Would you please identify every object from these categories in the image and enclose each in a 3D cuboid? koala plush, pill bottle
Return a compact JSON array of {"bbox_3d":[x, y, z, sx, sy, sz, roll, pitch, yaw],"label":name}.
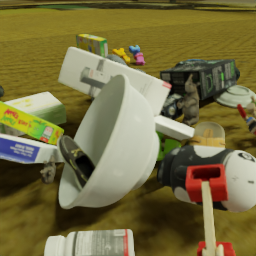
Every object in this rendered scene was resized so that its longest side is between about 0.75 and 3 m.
[{"bbox_3d":[-0.025,-1.634,9.968,2.010,1.847,1.782,-8,29,-37],"label":"koala plush"},{"bbox_3d":[-0.574,1.997,4.346,1.308,0.745,0.745,-2,30,-2],"label":"pill bottle"}]

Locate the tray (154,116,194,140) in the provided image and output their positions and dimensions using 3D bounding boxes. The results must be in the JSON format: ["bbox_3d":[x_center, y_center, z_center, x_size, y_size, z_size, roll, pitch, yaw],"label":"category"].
[{"bbox_3d":[1.115,0.002,7.053,1.054,0.218,1.963,21,10,12],"label":"tray"}]

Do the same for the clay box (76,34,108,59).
[{"bbox_3d":[-1.933,-4.217,14.789,0.503,1.214,2.113,-28,40,-34],"label":"clay box"}]

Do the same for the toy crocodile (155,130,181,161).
[{"bbox_3d":[0.241,0.522,7.006,2.156,0.666,0.728,-5,71,3],"label":"toy crocodile"}]

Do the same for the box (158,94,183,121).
[{"bbox_3d":[1.266,-0.561,8.461,0.800,0.655,0.345,-28,40,-31],"label":"box"}]

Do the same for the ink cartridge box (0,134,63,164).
[{"bbox_3d":[-2.654,0.400,6.309,1.928,0.425,1.964,12,-5,9],"label":"ink cartridge box"}]

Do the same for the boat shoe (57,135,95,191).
[{"bbox_3d":[-1.032,0.703,5.981,0.512,0.432,1.436,-15,65,-47],"label":"boat shoe"}]

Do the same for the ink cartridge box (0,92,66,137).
[{"bbox_3d":[-3.508,-0.685,9.213,1.982,0.653,2.724,-20,37,-31],"label":"ink cartridge box"}]

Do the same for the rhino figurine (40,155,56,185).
[{"bbox_3d":[-1.568,0.809,5.577,0.244,0.357,0.816,-1,25,-5],"label":"rhino figurine"}]

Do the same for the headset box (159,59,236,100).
[{"bbox_3d":[2.643,-1.866,10.428,2.183,1.012,1.900,-24,23,-34],"label":"headset box"}]

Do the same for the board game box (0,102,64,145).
[{"bbox_3d":[-2.694,-0.174,7.116,1.965,0.468,0.998,23,-7,-1],"label":"board game box"}]

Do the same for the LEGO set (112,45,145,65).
[{"bbox_3d":[-0.049,-3.341,13.600,2.268,0.865,0.931,-17,60,-22],"label":"LEGO set"}]

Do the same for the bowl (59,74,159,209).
[{"bbox_3d":[-0.257,0.437,5.707,1.263,2.811,2.811,25,24,-19],"label":"bowl"}]

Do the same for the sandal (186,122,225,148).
[{"bbox_3d":[2.003,0.443,7.022,1.153,0.775,2.870,8,31,14],"label":"sandal"}]

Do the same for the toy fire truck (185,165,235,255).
[{"bbox_3d":[1.098,1.694,3.534,0.521,1.507,2.137,-7,37,18],"label":"toy fire truck"}]

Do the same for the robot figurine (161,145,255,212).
[{"bbox_3d":[1.443,0.840,4.957,1.715,1.070,1.289,3,32,41],"label":"robot figurine"}]

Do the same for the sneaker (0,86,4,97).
[{"bbox_3d":[-5.356,-1.691,10.873,2.037,0.771,0.892,17,28,27],"label":"sneaker"}]

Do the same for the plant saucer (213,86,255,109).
[{"bbox_3d":[4.032,-1.235,10.374,1.641,0.412,1.641,1,30,0],"label":"plant saucer"}]

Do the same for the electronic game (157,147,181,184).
[{"bbox_3d":[0.942,0.825,6.112,0.898,0.898,0.187,-25,41,-36],"label":"electronic game"}]

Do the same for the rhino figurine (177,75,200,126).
[{"bbox_3d":[1.807,-0.756,8.236,0.492,1.646,0.720,19,32,40],"label":"rhino figurine"}]

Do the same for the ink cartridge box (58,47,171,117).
[{"bbox_3d":[-0.323,-1.197,7.511,2.446,1.037,1.781,26,11,19],"label":"ink cartridge box"}]

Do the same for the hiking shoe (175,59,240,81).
[{"bbox_3d":[3.448,-2.592,12.131,2.734,1.017,1.185,14,33,23],"label":"hiking shoe"}]

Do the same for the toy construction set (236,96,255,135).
[{"bbox_3d":[4.017,-0.040,7.780,1.498,1.381,1.797,-47,37,-6],"label":"toy construction set"}]
